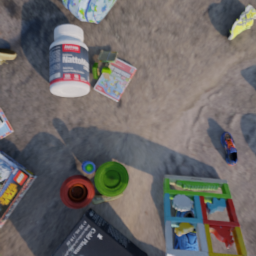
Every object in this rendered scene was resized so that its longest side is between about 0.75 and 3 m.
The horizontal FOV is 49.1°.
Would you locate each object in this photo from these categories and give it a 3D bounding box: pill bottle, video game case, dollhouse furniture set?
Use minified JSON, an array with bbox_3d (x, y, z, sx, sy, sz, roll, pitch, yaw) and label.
[{"bbox_3d":[-1.820,-2.056,8.650,1.191,1.191,1.992,-4,81,-1],"label":"pill bottle"},{"bbox_3d":[-0.423,-1.588,9.098,0.900,0.110,1.259,28,83,8],"label":"video game case"},{"bbox_3d":[-0.720,-2.032,9.096,0.617,0.473,0.942,11,55,9],"label":"dollhouse furniture set"}]

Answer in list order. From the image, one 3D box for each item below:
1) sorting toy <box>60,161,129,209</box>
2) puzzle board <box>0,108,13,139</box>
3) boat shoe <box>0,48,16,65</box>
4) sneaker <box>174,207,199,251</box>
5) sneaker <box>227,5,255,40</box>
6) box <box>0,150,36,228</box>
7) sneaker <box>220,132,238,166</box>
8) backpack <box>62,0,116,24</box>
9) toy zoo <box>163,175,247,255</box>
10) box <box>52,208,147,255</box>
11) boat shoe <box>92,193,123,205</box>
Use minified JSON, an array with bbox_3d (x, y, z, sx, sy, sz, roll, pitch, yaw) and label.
[{"bbox_3d":[-1.062,1.574,8.383,2.050,0.841,1.232,-19,92,-14],"label":"sorting toy"},{"bbox_3d":[-4.935,-0.399,8.915,1.681,0.194,2.231,-31,84,-4],"label":"puzzle board"},{"bbox_3d":[-4.360,-2.301,9.088,1.515,0.555,0.475,5,118,6],"label":"boat shoe"},{"bbox_3d":[1.723,3.301,8.079,0.680,0.809,2.064,-2,83,-2],"label":"sneaker"},{"bbox_3d":[3.782,-3.422,9.211,0.526,0.519,1.377,38,85,6],"label":"sneaker"},{"bbox_3d":[-4.137,1.993,8.355,1.657,0.483,2.421,33,84,11],"label":"box"},{"bbox_3d":[3.171,0.634,8.623,0.407,0.424,1.082,-16,86,-2],"label":"sneaker"},{"bbox_3d":[-0.973,-4.571,8.692,2.541,2.073,1.954,-36,97,1],"label":"backpack"},{"bbox_3d":[1.946,2.528,7.450,1.957,0.305,2.982,4,39,1],"label":"toy zoo"},{"bbox_3d":[-0.972,3.874,7.695,2.242,1.413,2.281,38,83,3],"label":"box"},{"bbox_3d":[-0.633,2.055,8.473,0.979,0.359,0.307,-15,86,-2],"label":"boat shoe"}]
